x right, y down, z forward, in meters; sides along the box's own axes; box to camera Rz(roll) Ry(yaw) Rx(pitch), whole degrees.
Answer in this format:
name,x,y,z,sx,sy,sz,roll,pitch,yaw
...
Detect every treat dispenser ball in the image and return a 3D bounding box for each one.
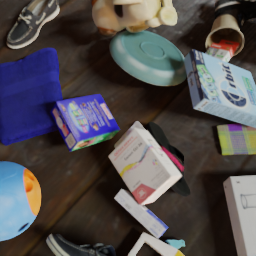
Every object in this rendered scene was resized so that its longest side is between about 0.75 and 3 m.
name,x,y,z,sx,sy,sz,roll,pitch,yaw
treat dispenser ball,-3.124,1.772,6.896,1.890,1.890,1.890,0,64,0

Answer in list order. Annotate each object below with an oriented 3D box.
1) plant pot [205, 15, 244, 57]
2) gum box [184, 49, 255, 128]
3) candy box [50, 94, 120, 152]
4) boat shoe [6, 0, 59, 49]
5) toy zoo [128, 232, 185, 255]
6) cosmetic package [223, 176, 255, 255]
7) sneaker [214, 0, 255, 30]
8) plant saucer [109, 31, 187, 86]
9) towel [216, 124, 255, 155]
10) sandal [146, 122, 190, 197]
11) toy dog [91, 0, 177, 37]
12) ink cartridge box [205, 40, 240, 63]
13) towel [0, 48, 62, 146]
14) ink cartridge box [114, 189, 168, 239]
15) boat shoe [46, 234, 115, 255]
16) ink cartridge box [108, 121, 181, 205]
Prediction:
name,x,y,z,sx,sy,sz,roll,pitch,yaw
plant pot,3.410,-3.317,9.870,1.255,1.255,1.149,12,54,6
gum box,2.901,-1.179,8.433,2.349,0.523,1.996,14,53,-22
candy box,-1.205,-0.195,8.011,1.559,0.600,1.318,-17,71,-42
boat shoe,-3.553,-4.050,10.352,0.993,0.811,2.688,32,68,15
toy zoo,0.546,3.939,6.675,1.909,0.298,2.909,34,69,16
cosmetic package,3.803,2.614,7.117,2.108,0.722,2.796,-4,64,0
sneaker,4.450,-4.181,10.432,2.427,0.887,1.358,4,64,12
plant saucer,0.756,-2.439,9.195,2.753,0.377,2.753,13,45,-13
towel,3.484,0.346,8.545,1.431,0.163,1.028,-3,64,-1
sandal,1.183,0.756,7.896,0.542,0.904,2.407,-36,59,27
toy dog,-0.027,-3.536,8.449,2.360,1.647,2.288,2,32,41
ink cartridge box,3.107,-2.544,9.568,0.766,0.354,1.406,30,79,40
towel,-3.063,-1.016,8.873,2.146,0.720,2.906,-17,64,7
ink cartridge box,0.342,2.199,7.261,1.459,0.686,0.322,39,87,21
boat shoe,-0.695,3.129,6.538,2.812,1.049,0.875,18,60,25
ink cartridge box,0.294,0.850,7.452,1.179,0.683,2.024,-48,61,20
